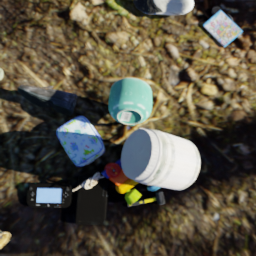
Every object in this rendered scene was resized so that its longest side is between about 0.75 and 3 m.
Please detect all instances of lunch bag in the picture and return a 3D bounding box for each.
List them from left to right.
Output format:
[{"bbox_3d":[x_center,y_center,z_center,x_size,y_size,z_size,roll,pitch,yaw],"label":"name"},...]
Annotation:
[{"bbox_3d":[-1.730,0.503,10.433,1.359,0.697,1.690,-33,75,-9],"label":"lunch bag"}]

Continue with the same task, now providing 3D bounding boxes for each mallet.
[{"bbox_3d":[0.655,2.687,9.985,1.350,0.278,0.444,-19,77,-1],"label":"mallet"}]

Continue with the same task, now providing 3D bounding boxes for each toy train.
[{"bbox_3d":[-0.252,1.994,9.788,2.916,1.234,1.687,-35,89,-11],"label":"toy train"}]

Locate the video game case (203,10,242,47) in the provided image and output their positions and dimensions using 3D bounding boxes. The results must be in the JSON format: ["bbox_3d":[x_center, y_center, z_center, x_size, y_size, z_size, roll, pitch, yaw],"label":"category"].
[{"bbox_3d":[4.090,-4.314,12.161,0.988,0.123,1.380,-40,75,8],"label":"video game case"}]

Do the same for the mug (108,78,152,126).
[{"bbox_3d":[0.161,-0.725,9.879,1.520,1.849,1.144,-20,48,30],"label":"mug"}]

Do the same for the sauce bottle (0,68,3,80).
[{"bbox_3d":[-6.042,-2.298,11.442,1.722,0.557,0.557,8,72,3],"label":"sauce bottle"}]

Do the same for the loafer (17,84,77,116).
[{"bbox_3d":[-3.137,-1.261,11.009,2.339,0.851,0.845,21,65,-3],"label":"loafer"}]

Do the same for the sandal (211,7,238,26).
[{"bbox_3d":[4.257,-4.845,12.393,0.550,0.310,1.446,-38,76,-11],"label":"sandal"}]

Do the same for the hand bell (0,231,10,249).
[{"bbox_3d":[-4.860,3.395,9.610,1.597,0.831,0.831,36,75,25],"label":"hand bell"}]

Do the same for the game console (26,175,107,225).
[{"bbox_3d":[-2.178,2.539,9.955,2.858,0.345,1.686,1,72,1],"label":"game console"}]

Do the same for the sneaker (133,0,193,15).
[{"bbox_3d":[1.542,-5.478,12.405,2.658,0.963,0.955,11,110,14],"label":"sneaker"}]

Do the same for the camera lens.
[{"bbox_3d":[1.049,1.007,8.752,2.092,1.673,1.673,17,68,-33],"label":"camera lens"}]
